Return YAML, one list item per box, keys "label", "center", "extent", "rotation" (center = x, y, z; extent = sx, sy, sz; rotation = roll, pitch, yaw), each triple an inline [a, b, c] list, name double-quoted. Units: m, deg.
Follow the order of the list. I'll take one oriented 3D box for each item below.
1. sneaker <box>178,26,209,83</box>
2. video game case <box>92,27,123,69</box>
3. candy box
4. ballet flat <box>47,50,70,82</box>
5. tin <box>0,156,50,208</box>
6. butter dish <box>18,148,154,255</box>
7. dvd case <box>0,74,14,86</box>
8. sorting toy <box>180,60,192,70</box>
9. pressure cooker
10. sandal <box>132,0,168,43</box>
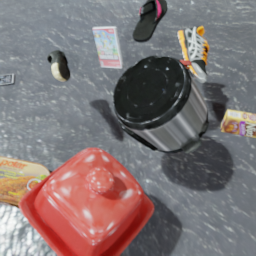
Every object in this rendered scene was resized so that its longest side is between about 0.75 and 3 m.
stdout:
- label: "sneaker"
  center: [2.618, -2.877, 10.621]
  extent: [0.990, 1.003, 2.563]
  rotation: [-20, 63, 22]
- label: "video game case"
  center: [-0.755, -3.012, 10.586]
  extent: [1.086, 1.519, 0.133]
  rotation: [12, 37, 35]
- label: "candy box"
  center: [4.722, -0.137, 11.315]
  extent: [1.664, 0.971, 0.470]
  rotation: [9, 54, 8]
- label: "ballet flat"
  center: [-2.481, -2.126, 9.823]
  extent: [0.738, 0.863, 2.596]
  rotation: [-21, 28, -3]
- label: "tin"
  center: [-4.137, 1.931, 10.021]
  extent: [2.922, 0.612, 1.636]
  rotation: [10, 58, 8]
- label: "butter dish"
  center: [-0.864, 1.723, 7.203]
  extent: [2.925, 2.168, 2.933]
  rotation: [41, 53, 14]
- label: "dvd case"
  center: [-5.974, -2.299, 13.497]
  extent: [0.902, 0.111, 0.678]
  rotation: [-9, 54, -6]
- label: "sorting toy"
  center: [1.485, -1.968, 9.445]
  extent: [1.313, 0.789, 0.539]
  rotation: [-1, 96, 10]
- label: "pressure cooker"
  center: [1.155, -0.517, 8.585]
  extent: [2.471, 2.766, 2.433]
  rotation: [2, 67, 32]
- label: "sandal"
  center: [0.880, -4.545, 11.186]
  extent: [1.048, 0.629, 2.790]
  rotation: [7, 57, 22]
